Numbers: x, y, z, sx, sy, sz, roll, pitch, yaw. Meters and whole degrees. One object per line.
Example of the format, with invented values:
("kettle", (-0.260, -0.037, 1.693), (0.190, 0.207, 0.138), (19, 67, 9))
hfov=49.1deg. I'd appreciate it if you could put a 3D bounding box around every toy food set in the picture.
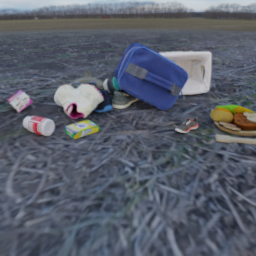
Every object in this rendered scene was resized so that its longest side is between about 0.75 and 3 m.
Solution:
("toy food set", (3.961, -0.305, 10.033), (1.976, 0.575, 2.863), (5, 25, 11))

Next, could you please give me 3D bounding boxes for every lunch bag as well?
("lunch bag", (1.000, -2.055, 11.604), (2.919, 1.983, 1.931), (23, 19, -15))

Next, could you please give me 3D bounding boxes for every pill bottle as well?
("pill bottle", (-3.074, -0.090, 9.580), (1.014, 0.569, 0.569), (13, 27, 27))

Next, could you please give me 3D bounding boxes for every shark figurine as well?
("shark figurine", (-2.318, -2.470, 14.353), (2.270, 0.947, 1.356), (-6, 30, -19))

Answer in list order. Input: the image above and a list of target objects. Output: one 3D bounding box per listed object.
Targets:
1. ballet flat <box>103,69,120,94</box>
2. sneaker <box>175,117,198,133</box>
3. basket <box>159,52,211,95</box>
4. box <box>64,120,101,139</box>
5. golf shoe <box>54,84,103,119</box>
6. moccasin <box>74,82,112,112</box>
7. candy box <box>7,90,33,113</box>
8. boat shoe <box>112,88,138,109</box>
("ballet flat", (-0.765, -2.187, 13.856), (0.907, 0.907, 2.483), (2, 31, 5))
("sneaker", (2.048, -0.145, 9.806), (1.083, 0.444, 0.417), (-19, 30, -40))
("basket", (2.355, -2.760, 13.773), (2.894, 1.962, 1.785), (-5, 21, -8))
("box", (-1.548, 0.021, 9.706), (1.114, 0.269, 0.653), (-18, 31, -37))
("golf shoe", (-2.238, -0.988, 11.006), (2.824, 1.064, 1.292), (1, 55, 47))
("moccasin", (-1.584, -1.497, 12.099), (1.188, 1.007, 2.952), (-22, 29, -39))
("candy box", (-4.571, -1.136, 11.808), (0.756, 0.338, 1.109), (-43, 39, -14))
("boat shoe", (-0.043, -1.579, 12.647), (0.880, 0.746, 2.416), (8, 25, 18))
